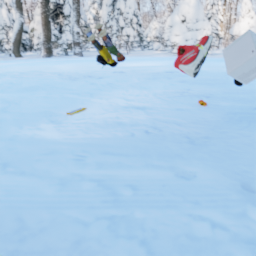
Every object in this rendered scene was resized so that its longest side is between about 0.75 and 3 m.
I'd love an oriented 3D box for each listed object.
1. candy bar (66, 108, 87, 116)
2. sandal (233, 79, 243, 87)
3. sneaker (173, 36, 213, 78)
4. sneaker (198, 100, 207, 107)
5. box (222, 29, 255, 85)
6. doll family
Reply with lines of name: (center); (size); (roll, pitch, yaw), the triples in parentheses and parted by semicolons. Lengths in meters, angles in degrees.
candy bar: (-2.668, -0.861, 14.520); (0.350, 0.156, 1.405); (10, 20, 28)
sandal: (4.231, -1.950, 10.807); (0.324, 0.195, 0.864); (-2, 58, 7)
sneaker: (2.539, -3.031, 11.032); (1.168, 1.059, 2.750); (24, 44, 11)
sneaker: (4.184, -1.417, 15.952); (0.316, 0.299, 0.820); (-13, 19, -15)
box: (2.841, -1.663, 6.669); (0.723, 0.844, 0.840); (19, -35, -28)
doll family: (-0.808, -2.751, 9.713); (0.944, 1.390, 2.406); (-34, 34, 11)
